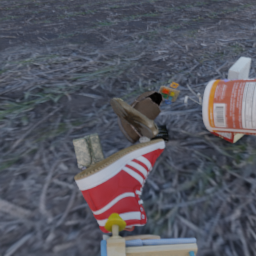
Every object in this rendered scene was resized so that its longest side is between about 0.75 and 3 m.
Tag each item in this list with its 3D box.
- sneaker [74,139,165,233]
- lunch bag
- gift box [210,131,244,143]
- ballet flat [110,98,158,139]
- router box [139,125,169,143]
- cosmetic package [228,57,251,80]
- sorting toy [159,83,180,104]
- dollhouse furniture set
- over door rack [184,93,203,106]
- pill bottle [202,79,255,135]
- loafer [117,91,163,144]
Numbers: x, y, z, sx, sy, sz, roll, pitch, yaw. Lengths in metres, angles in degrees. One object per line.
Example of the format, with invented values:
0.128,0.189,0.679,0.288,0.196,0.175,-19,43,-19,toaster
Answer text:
0.143,1.376,6.924,1.061,1.675,2.978,-21,2,43,sneaker
-1.203,0.720,8.569,0.830,0.990,0.690,-14,-4,-6,lunch bag
3.732,-0.204,9.879,1.146,1.133,1.228,-32,46,-28,gift box
0.130,-0.259,6.111,0.326,0.474,1.408,-36,54,-24,ballet flat
0.900,0.207,9.972,1.017,0.260,0.758,0,35,-1,router box
3.642,-1.463,9.334,0.373,1.442,1.087,22,45,33,cosmetic package
1.394,-1.152,9.752,0.681,1.210,0.165,14,60,-1,sorting toy
0.629,2.217,5.236,2.240,2.373,1.549,-3,36,-4,dollhouse furniture set
3.028,-1.126,10.586,1.135,0.512,1.536,0,-2,43,over door rack
3.502,-0.546,7.429,2.700,1.514,1.514,5,32,33,pill bottle
0.461,-0.527,8.692,0.939,0.966,2.646,-30,20,32,loafer
